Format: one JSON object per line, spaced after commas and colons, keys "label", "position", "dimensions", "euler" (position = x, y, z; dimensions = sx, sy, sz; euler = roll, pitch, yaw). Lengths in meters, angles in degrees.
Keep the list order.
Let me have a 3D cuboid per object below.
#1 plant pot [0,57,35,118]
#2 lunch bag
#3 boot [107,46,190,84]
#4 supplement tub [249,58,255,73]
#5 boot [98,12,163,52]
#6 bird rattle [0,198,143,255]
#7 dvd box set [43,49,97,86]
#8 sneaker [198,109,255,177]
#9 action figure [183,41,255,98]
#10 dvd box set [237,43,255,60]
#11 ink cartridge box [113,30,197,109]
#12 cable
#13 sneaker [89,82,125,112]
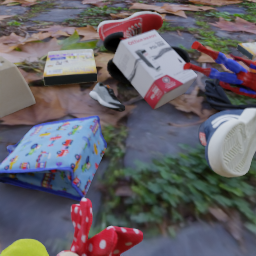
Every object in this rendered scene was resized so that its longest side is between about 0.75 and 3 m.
{"label": "plant pot", "position": [-3.742, -1.247, 8.067], "dimensions": [1.397, 1.238, 1.399], "euler": [-30, 45, -34]}
{"label": "lunch bag", "position": [-1.746, 0.538, 6.042], "dimensions": [2.100, 0.988, 1.581], "euler": [3, 40, 17]}
{"label": "boot", "position": [0.682, -2.099, 9.426], "dimensions": [2.406, 0.905, 1.799], "euler": [7, 29, 27]}
{"label": "supplement tub", "position": [4.777, -2.240, 9.840], "dimensions": [0.703, 0.703, 1.148], "euler": [29, 45, 33]}
{"label": "boot", "position": [0.296, -4.066, 12.039], "dimensions": [2.971, 1.076, 2.143], "euler": [-15, 39, -6]}
{"label": "bird rattle", "position": [-0.997, 1.981, 3.015], "dimensions": [1.668, 2.961, 2.414], "euler": [35, 83, -2]}
{"label": "dvd box set", "position": [-2.042, -2.229, 10.013], "dimensions": [1.738, 0.349, 2.376], "euler": [-7, 35, -8]}
{"label": "sneaker", "position": [1.964, 0.268, 5.992], "dimensions": [1.228, 1.089, 2.906], "euler": [-4, 8, 35]}
{"label": "action figure", "position": [2.899, -1.461, 7.549], "dimensions": [2.840, 0.929, 0.734], "euler": [18, 11, -13]}
{"label": "dvd box set", "position": [5.548, -3.159, 11.440], "dimensions": [1.718, 0.253, 1.257], "euler": [-6, 37, -9]}
{"label": "ink cartridge box", "position": [0.784, -1.805, 8.437], "dimensions": [1.520, 0.858, 2.071], "euler": [-30, 74, -33]}
{"label": "cable", "position": [3.371, -0.903, 8.215], "dimensions": [2.616, 0.664, 2.134], "euler": [25, 51, 36]}
{"label": "sneaker", "position": [-0.573, -0.889, 7.993], "dimensions": [1.405, 0.557, 0.519], "euler": [36, 11, 38]}
